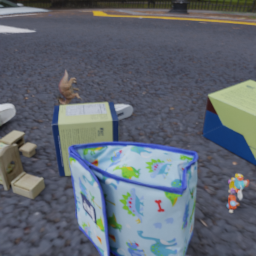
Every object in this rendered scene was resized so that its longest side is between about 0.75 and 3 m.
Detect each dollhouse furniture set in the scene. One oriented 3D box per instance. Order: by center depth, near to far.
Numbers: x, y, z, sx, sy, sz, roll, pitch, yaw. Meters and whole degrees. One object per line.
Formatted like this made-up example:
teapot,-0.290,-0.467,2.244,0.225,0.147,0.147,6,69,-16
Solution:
dollhouse furniture set,-3.674,0.803,9.570,2.592,1.441,2.292,12,33,19

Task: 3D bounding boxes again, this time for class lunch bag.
lunch bag,-0.016,1.718,6.521,2.939,2.499,1.873,9,28,23

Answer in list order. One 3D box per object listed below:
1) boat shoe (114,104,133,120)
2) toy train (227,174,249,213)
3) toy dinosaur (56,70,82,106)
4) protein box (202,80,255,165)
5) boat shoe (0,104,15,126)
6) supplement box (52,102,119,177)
boat shoe,-0.730,-0.698,12.855,2.035,0.732,0.669,-23,32,-35
toy train,3.094,1.834,7.859,0.347,1.249,0.938,5,60,4
toy dinosaur,-2.505,-1.465,11.200,1.056,1.558,0.669,-16,23,-9
protein box,4.983,-0.322,11.018,2.795,1.886,2.774,-20,36,-30
boat shoe,-5.828,-0.221,11.977,0.831,0.849,2.396,28,49,37
supplement box,-1.411,0.363,9.678,2.079,2.082,1.397,-5,31,-8
